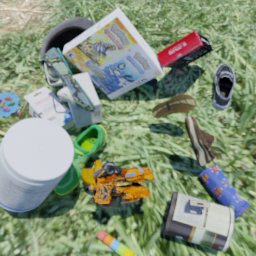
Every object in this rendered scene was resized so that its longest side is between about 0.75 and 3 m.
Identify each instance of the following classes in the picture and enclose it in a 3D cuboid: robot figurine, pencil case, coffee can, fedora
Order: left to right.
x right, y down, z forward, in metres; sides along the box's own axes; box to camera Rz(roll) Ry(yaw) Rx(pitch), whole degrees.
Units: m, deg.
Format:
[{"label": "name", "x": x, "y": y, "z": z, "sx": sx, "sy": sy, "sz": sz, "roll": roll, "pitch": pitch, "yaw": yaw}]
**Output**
[{"label": "fedora", "x": -2.447, "y": -3.347, "z": 12.751, "sx": 2.650, "sy": 1.353, "sz": 2.996, "roll": 41, "pitch": 83, "yaw": 3}, {"label": "robot figurine", "x": -0.200, "y": 1.640, "z": 7.884, "sx": 1.828, "sy": 1.325, "sz": 0.532, "roll": -3, "pitch": 25, "yaw": -24}, {"label": "coffee can", "x": 2.151, "y": 2.899, "z": 8.728, "sx": 1.855, "sy": 1.358, "sz": 1.358, "roll": 14, "pitch": 57, "yaw": 10}, {"label": "pencil case", "x": 3.301, "y": 2.148, "z": 9.645, "sx": 0.828, "sy": 0.744, "sz": 1.908, "roll": -3, "pitch": 48, "yaw": -42}]

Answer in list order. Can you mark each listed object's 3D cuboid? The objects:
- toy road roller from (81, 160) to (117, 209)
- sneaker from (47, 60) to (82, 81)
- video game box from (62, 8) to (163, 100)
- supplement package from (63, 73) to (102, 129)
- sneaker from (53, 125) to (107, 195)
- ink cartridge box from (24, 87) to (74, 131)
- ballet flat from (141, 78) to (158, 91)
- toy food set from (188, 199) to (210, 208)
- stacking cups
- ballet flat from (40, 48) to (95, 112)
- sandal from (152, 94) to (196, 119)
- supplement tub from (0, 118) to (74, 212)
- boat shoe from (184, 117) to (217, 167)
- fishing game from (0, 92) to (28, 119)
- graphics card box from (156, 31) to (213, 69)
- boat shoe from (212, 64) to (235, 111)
[{"label": "toy road roller", "x": -0.996, "y": 1.878, "z": 9.373, "sx": 1.158, "sy": 0.975, "sz": 1.586, "roll": 0, "pitch": 71, "yaw": -8}, {"label": "sneaker", "x": -2.330, "y": -2.525, "z": 11.497, "sx": 2.068, "sy": 0.916, "sz": 0.795, "roll": -23, "pitch": 87, "yaw": -14}, {"label": "video game box", "x": -0.532, "y": -2.669, "z": 10.980, "sx": 2.727, "sy": 2.993, "sz": 0.701, "roll": -25, "pitch": 42, "yaw": 28}, {"label": "supplement package", "x": -1.787, "y": -1.088, "z": 10.869, "sx": 1.075, "sy": 1.089, "sz": 1.796, "roll": -17, "pitch": 56, "yaw": -12}, {"label": "sneaker", "x": -1.852, "y": 1.006, "z": 10.004, "sx": 1.060, "sy": 1.196, "sz": 2.862, "roll": 29, "pitch": 74, "yaw": 15}, {"label": "ink cartridge box", "x": -3.174, "y": -0.646, "z": 11.276, "sx": 1.930, "sy": 0.655, "sz": 1.120, "roll": 45, "pitch": 53, "yaw": 12}, {"label": "ballet flat", "x": 0.548, "y": -2.186, "z": 12.546, "sx": 1.834, "sy": 0.623, "sz": 0.627, "roll": 26, "pitch": 75, "yaw": 25}, {"label": "toy food set", "x": 1.999, "y": 2.184, "z": 7.952, "sx": 0.545, "sy": 0.760, "sz": 0.229, "roll": 6, "pitch": 78, "yaw": 8}, {"label": "stacking cups", "x": -0.387, "y": 3.704, "z": 8.837, "sx": 1.281, "sy": 0.388, "sz": 0.388, "roll": 29, "pitch": 60, "yaw": 23}, {"label": "ballet flat", "x": -2.190, "y": -1.500, "z": 9.725, "sx": 1.030, "sy": 1.030, "sz": 2.774, "roll": -28, "pitch": 72, "yaw": -18}, {"label": "sandal", "x": 1.706, "y": -0.765, "z": 10.382, "sx": 1.749, "sy": 0.472, "sz": 0.702, "roll": -18, "pitch": 76, "yaw": 32}, {"label": "supplement tub", "x": -2.953, "y": 1.215, "z": 8.354, "sx": 1.919, "sy": 2.909, "sz": 1.919, "roll": 17, "pitch": 51, "yaw": -22}, {"label": "boat shoe", "x": 2.438, "y": 0.365, "z": 9.157, "sx": 0.800, "sy": 2.162, "sz": 0.798, "roll": -20, "pitch": 43, "yaw": 9}, {"label": "fishing game", "x": -5.359, "y": -1.056, "z": 12.138, "sx": 1.900, "sy": 0.295, "sz": 1.361, "roll": 13, "pitch": 59, "yaw": 8}, {"label": "graphics card box", "x": 2.437, "y": -3.140, "z": 11.613, "sx": 1.697, "sy": 2.705, "sz": 0.688, "roll": -27, "pitch": 86, "yaw": 29}, {"label": "boat shoe", "x": 4.280, "y": -2.053, "z": 12.430, "sx": 0.962, "sy": 0.909, "sz": 2.681, "roll": 15, "pitch": 57, "yaw": 10}]
